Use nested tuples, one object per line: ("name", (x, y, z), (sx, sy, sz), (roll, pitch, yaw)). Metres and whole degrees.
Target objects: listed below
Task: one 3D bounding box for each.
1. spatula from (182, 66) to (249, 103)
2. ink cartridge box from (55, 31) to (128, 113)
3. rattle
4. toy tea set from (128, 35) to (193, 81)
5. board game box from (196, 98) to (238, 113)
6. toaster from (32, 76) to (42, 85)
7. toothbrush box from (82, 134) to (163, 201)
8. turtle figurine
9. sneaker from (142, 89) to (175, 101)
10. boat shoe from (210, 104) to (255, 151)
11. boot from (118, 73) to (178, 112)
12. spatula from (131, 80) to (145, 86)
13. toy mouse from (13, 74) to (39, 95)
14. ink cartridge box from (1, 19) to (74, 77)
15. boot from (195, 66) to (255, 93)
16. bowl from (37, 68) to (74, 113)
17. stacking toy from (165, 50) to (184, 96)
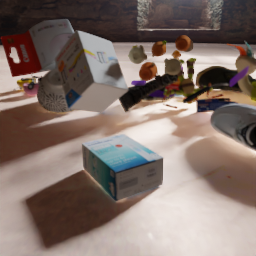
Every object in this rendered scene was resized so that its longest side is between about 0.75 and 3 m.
("spatula", (3.160, -1.479, 10.153), (2.553, 0.262, 0.722), (-23, -22, 11))
("ink cartridge box", (-1.279, -1.833, 9.410), (1.505, 2.081, 1.532), (4, -31, -46))
("rattle", (5.281, -2.595, 11.063), (2.024, 2.833, 1.845), (-36, 7, -7))
("toy tea set", (1.209, -2.475, 9.897), (2.277, 1.354, 0.843), (-9, 22, 22))
("board game box", (3.005, -0.825, 9.783), (1.396, 0.431, 1.396), (-3, 7, 7))
("toaster", (-2.699, -1.658, 11.569), (1.799, 1.068, 1.627), (17, 27, 38))
("toothbrush box", (-0.157, 0.740, 5.886), (1.121, 0.653, 1.531), (-12, 23, -29))
("turtle figurine", (2.389, -1.713, 10.812), (2.299, 1.854, 0.740), (-7, -2, 6))
("sneaker", (1.253, -1.577, 11.756), (1.564, 0.778, 0.544), (-6, 21, -13))
("boat shoe", (3.177, 0.034, 7.038), (0.936, 1.054, 2.865), (-11, 18, -37))
("boot", (0.790, -1.523, 10.328), (2.148, 0.854, 2.468), (-22, 11, 21))
("spatula", (0.450, -1.777, 11.027), (0.544, 0.198, 1.927), (1, 9, 6))
("toy mouse", (-4.048, -1.974, 13.131), (2.458, 0.535, 2.766), (3, 22, 10))
("ink cartridge box", (-3.595, -3.438, 11.769), (2.940, 0.839, 2.389), (-13, 63, -25))
("boot", (4.820, -2.069, 12.733), (2.970, 1.150, 2.054), (-8, 27, -17))
("bowl", (-2.452, -1.576, 10.227), (1.911, 0.897, 1.911), (1, 60, -2))
("stacking toy", (2.080, -2.481, 12.510), (1.116, 1.923, 1.055), (3, 21, 7))
